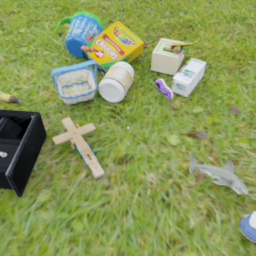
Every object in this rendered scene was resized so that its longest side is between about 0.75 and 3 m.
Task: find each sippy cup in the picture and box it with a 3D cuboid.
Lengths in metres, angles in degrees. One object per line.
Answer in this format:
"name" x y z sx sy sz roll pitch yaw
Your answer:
"sippy cup" -2.302 -4.570 14.135 2.376 1.866 1.741 4 56 23

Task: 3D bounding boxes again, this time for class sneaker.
"sneaker" 4.507 2.514 7.671 2.735 1.206 1.030 -3 48 -1
"sneaker" 1.460 -1.551 11.675 0.419 0.405 1.005 -30 77 -29

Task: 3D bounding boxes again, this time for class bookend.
"bookend" -4.512 0.707 9.352 2.705 1.246 2.688 5 47 5

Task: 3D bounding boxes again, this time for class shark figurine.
"shark figurine" 2.828 1.296 8.716 1.922 0.802 1.148 26 10 18

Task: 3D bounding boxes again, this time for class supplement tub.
"supplement tub" -0.465 -1.978 11.964 1.151 1.151 1.594 14 48 13

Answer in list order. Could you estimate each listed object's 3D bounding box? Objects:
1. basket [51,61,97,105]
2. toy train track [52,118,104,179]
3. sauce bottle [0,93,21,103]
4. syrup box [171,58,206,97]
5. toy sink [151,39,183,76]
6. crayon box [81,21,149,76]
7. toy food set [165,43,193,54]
"basket" -2.119 -1.846 11.180 1.750 1.984 1.380 -15 71 -15
"toy train track" -1.650 0.721 9.947 1.567 0.444 2.731 -22 56 -25
"sauce bottle" -4.993 -1.228 11.848 0.979 0.317 0.317 14 48 10
"syrup box" 2.707 -2.274 12.516 0.747 0.773 1.898 25 50 23
"toy sink" 1.979 -3.558 13.490 1.225 1.053 1.879 17 47 14
"crayon box" -0.567 -3.832 13.263 2.843 0.722 1.805 -42 74 -17
"toy food set" 2.327 -3.614 12.683 1.319 0.431 0.776 -13 23 -26
